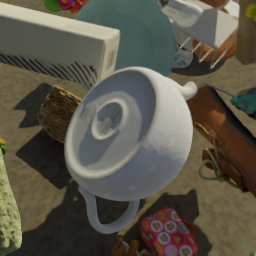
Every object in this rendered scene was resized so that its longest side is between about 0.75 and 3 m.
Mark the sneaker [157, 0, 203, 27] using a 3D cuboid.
[{"bbox_3d":[0.855,-2.034,4.812,0.379,0.399,0.992,-55,40,7],"label":"sneaker"}]

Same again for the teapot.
[{"bbox_3d":[0.159,0.272,4.536,2.216,1.619,2.188,-30,47,24],"label":"teapot"}]

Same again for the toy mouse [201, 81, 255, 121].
[{"bbox_3d":[2.899,-0.100,5.192,2.831,0.548,2.516,33,15,-8],"label":"toy mouse"}]

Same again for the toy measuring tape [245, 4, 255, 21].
[{"bbox_3d":[3.360,-2.235,5.391,2.059,0.757,0.757,12,52,22],"label":"toy measuring tape"}]

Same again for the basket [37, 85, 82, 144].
[{"bbox_3d":[-1.472,-0.138,8.239,1.926,1.435,1.374,29,90,21],"label":"basket"}]

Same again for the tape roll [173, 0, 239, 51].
[{"bbox_3d":[3.178,-4.183,11.215,2.826,0.988,2.826,0,52,-1],"label":"tape roll"}]

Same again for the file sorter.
[{"bbox_3d":[1.932,-2.508,7.530,1.603,0.998,1.112,36,71,20],"label":"file sorter"}]

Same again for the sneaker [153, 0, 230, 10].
[{"bbox_3d":[1.693,-3.910,8.459,2.983,1.065,1.192,-18,25,-21],"label":"sneaker"}]

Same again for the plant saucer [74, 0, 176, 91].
[{"bbox_3d":[-0.135,-1.767,6.258,2.362,2.362,0.455,-6,20,-5],"label":"plant saucer"}]

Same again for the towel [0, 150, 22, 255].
[{"bbox_3d":[-2.309,0.805,3.886,1.658,0.408,2.235,-27,77,21],"label":"towel"}]

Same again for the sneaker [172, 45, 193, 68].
[{"bbox_3d":[1.232,-1.816,7.024,1.198,0.484,0.458,-17,57,-36],"label":"sneaker"}]

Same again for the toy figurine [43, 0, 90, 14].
[{"bbox_3d":[-0.816,-3.230,6.710,1.937,1.580,2.105,46,103,21],"label":"toy figurine"}]

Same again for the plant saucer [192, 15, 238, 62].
[{"bbox_3d":[2.710,-2.719,8.399,1.604,0.259,1.604,-13,63,26],"label":"plant saucer"}]

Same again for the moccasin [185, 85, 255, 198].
[{"bbox_3d":[1.810,0.466,5.167,1.148,1.088,2.975,-39,55,16],"label":"moccasin"}]

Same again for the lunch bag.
[{"bbox_3d":[0.945,2.427,6.249,1.093,0.508,1.241,-20,54,-16],"label":"lunch bag"}]

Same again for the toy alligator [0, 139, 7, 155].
[{"bbox_3d":[-2.820,0.493,6.188,1.160,0.279,0.385,16,87,59],"label":"toy alligator"}]

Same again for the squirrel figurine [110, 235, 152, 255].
[{"bbox_3d":[0.031,2.862,5.929,0.892,0.676,0.956,25,69,6],"label":"squirrel figurine"}]

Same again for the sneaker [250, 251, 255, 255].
[{"bbox_3d":[2.991,2.915,5.685,2.295,0.890,1.047,-9,36,-17],"label":"sneaker"}]

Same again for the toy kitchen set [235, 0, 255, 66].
[{"bbox_3d":[3.440,-3.345,6.899,2.058,2.522,2.276,-14,39,-1],"label":"toy kitchen set"}]

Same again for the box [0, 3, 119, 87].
[{"bbox_3d":[-1.591,-1.632,5.340,2.663,0.911,1.094,16,29,7],"label":"box"}]
